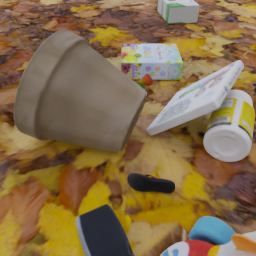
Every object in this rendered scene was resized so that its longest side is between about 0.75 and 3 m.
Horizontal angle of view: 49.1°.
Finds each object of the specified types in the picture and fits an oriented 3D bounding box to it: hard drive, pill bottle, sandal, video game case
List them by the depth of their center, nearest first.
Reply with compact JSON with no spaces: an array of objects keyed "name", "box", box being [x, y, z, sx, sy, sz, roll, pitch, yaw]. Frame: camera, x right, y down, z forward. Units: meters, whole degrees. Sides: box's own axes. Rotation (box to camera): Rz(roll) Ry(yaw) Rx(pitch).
[{"name":"hard drive","box":[-0.496,2.139,5.506,0.873,0.274,1.294,-19,44,-15]},{"name":"sandal","box":[0.528,1.287,6.551,1.122,0.421,0.253,10,19,1]},{"name":"pill bottle","box":[2.815,-0.139,7.656,1.148,1.148,2.009,15,43,18]},{"name":"video game case","box":[1.850,-0.817,7.861,2.414,0.286,2.197,-25,17,49]}]

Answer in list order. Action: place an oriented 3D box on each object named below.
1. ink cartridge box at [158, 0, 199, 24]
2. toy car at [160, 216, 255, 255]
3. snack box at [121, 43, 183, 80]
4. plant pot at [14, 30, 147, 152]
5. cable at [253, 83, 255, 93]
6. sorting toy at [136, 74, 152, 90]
[{"name":"ink cartridge box","box":[2.808,-6.874,16.091,1.720,0.975,2.347,-7,40,-9]},{"name":"toy car","box":[1.460,2.085,3.656,2.431,2.748,2.533,26,45,28]},{"name":"snack box","box":[0.869,-2.664,11.082,2.281,0.772,1.924,1,38,-2]},{"name":"plant pot","box":[-0.998,-0.659,7.318,2.552,2.941,2.941,25,43,5]},{"name":"cable","box":[5.052,-0.998,8.906,1.846,0.575,2.262,-15,51,-11]},{"name":"sorting toy","box":[0.307,-1.354,9.248,0.410,1.192,0.413,-21,81,-35]}]
